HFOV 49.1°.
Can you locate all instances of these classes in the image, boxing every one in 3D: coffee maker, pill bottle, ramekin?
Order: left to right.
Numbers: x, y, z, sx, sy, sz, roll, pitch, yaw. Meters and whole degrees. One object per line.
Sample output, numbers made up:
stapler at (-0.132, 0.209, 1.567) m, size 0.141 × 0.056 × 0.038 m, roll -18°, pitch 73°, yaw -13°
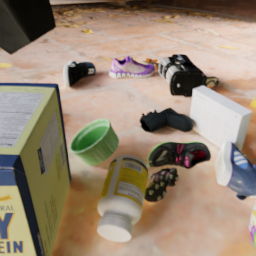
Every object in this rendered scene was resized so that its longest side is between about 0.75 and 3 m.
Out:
ramekin at (-0.882, 0.411, 7.631) m, size 1.305 × 0.638 × 1.305 m, roll -26°, pitch 29°, yaw 16°
pill bottle at (-0.122, 1.472, 5.970) m, size 0.930 × 0.930 × 1.671 m, roll 6°, pitch 45°, yaw 10°
coffee maker at (2.409, -2.180, 11.851) m, size 1.956 × 1.371 × 2.036 m, roll 18°, pitch 29°, yaw -19°

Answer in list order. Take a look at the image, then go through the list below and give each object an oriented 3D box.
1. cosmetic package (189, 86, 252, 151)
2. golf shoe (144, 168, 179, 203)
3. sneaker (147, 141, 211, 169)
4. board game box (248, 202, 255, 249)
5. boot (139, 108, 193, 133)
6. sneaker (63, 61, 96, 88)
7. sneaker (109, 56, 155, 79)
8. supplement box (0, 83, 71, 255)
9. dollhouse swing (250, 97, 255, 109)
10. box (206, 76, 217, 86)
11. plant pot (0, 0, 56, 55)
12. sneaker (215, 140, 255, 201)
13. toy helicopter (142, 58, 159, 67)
cosmetic package at (2.627, -0.247, 8.293) m, size 0.474 × 1.384 × 1.835 m, roll -23°, pitch 41°, yaw -24°
golf shoe at (0.706, 1.378, 6.792) m, size 0.557 × 0.488 × 1.265 m, roll 5°, pitch 23°, yaw 42°
sneaker at (1.299, 0.691, 7.026) m, size 1.662 × 0.638 × 0.696 m, roll -10°, pitch 19°, yaw -7°
board game box at (2.883, 2.189, 4.955) m, size 0.878 × 0.894 × 1.705 m, roll 1°, pitch 31°, yaw 4°
boot at (1.172, -0.145, 9.056) m, size 1.232 × 0.556 × 1.503 m, roll -18°, pitch 34°, yaw -24°
sneaker at (-2.112, -2.512, 12.551) m, size 1.308 × 0.854 × 2.338 m, roll -2°, pitch 31°, yaw -2°
sneaker at (0.201, -2.873, 13.054) m, size 2.167 × 0.958 × 0.872 m, roll -4°, pitch 31°, yaw -9°
supplement box at (-2.322, 0.901, 5.293) m, size 1.821 × 2.712 × 2.709 m, roll 0°, pitch 32°, yaw 0°
dollhouse swing at (6.225, -1.591, 9.725) m, size 2.621 × 2.304 × 2.382 m, roll -13°, pitch 35°, yaw -19°
box at (3.488, -2.031, 12.266) m, size 0.754 × 0.358 × 0.293 m, roll -5°, pitch 32°, yaw -11°
plant pot at (-3.031, -3.049, 7.697) m, size 1.693 × 1.502 × 1.689 m, roll -14°, pitch 29°, yaw 37°
sneaker at (2.973, 1.073, 7.058) m, size 1.354 × 0.745 × 1.849 m, roll 20°, pitch 28°, yaw 8°
toy helicopter at (1.360, -3.231, 14.203) m, size 1.369 × 0.540 × 0.905 m, roll 4°, pitch 21°, yaw -15°
